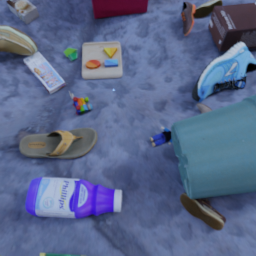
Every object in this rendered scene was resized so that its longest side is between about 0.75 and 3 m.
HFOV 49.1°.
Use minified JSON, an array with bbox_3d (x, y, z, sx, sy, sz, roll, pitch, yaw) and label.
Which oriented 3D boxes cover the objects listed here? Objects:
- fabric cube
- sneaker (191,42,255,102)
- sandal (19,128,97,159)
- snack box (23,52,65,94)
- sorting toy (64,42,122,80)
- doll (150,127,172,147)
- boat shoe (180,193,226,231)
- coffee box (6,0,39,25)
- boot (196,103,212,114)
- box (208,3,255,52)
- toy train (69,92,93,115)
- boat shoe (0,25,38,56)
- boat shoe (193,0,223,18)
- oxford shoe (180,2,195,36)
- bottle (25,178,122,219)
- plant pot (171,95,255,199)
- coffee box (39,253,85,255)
[{"bbox_3d":[-0.461,-5.831,10.702,2.177,2.142,2.184,-9,66,-4],"label":"fabric cube"},{"bbox_3d":[3.351,-1.743,9.425,2.850,1.117,1.282,-38,74,-16],"label":"sneaker"},{"bbox_3d":[-2.187,0.438,8.645,2.463,0.665,0.989,-4,66,-2],"label":"sandal"},{"bbox_3d":[-2.986,-1.979,9.951,0.641,0.217,1.782,-35,68,-19],"label":"snack box"},{"bbox_3d":[-1.295,-2.488,10.177,2.113,0.311,1.562,-3,66,-2],"label":"sorting toy"},{"bbox_3d":[1.159,0.268,8.951,0.915,0.222,0.624,-20,88,-12],"label":"doll"},{"bbox_3d":[2.133,2.291,7.969,1.402,0.506,0.505,32,38,25],"label":"boat shoe"},{"bbox_3d":[-4.190,-4.729,11.122,1.139,0.454,0.651,41,72,17],"label":"coffee box"},{"bbox_3d":[2.500,-0.278,9.155,1.016,0.357,0.743,36,72,15],"label":"boot"},{"bbox_3d":[4.577,-3.765,10.278,2.828,1.060,1.416,-9,59,-4],"label":"box"},{"bbox_3d":[-1.594,-0.929,9.446,0.562,0.411,0.972,-15,66,-18],"label":"toy train"},{"bbox_3d":[-4.607,-3.026,9.911,2.789,0.999,1.062,20,63,10],"label":"boat shoe"},{"bbox_3d":[3.110,-4.753,11.152,1.233,0.456,0.409,-18,39,6],"label":"boat shoe"},{"bbox_3d":[2.197,-4.181,10.728,0.509,0.500,1.404,18,70,-25],"label":"oxford shoe"},{"bbox_3d":[-1.474,1.983,7.839,2.565,0.837,1.071,3,63,2],"label":"bottle"},{"bbox_3d":[2.755,0.600,7.571,2.800,2.859,2.859,-13,66,2],"label":"plant pot"},{"bbox_3d":[-1.495,3.850,7.241,1.742,0.383,1.071,4,66,2],"label":"coffee box"}]
